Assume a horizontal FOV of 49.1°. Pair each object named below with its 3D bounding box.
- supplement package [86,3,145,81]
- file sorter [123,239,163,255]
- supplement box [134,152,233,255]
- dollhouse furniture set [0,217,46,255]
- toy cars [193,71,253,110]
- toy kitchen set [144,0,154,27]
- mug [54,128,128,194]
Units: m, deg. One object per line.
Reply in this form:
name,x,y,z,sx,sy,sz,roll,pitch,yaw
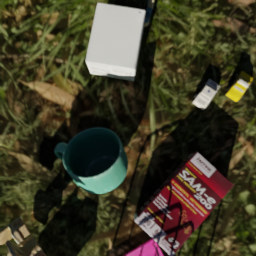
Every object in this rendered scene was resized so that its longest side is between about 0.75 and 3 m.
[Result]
supplement package,-0.405,-2.918,9.664,1.650,1.174,2.118,10,81,1
file sorter,0.658,5.172,8.095,1.969,1.777,2.834,-28,82,-5
supplement box,1.737,2.359,8.982,1.599,0.895,2.938,43,82,6
dollhouse furniture set,-2.855,4.291,7.764,1.628,2.298,2.501,-35,121,-26
toy cars,3.350,-1.355,9.759,2.305,0.510,1.033,-14,81,-2
toy kitchen set,0.462,-4.310,10.186,0.791,0.582,0.987,13,81,2
mug,-1.038,1.011,8.878,1.830,1.377,2.227,-36,50,-13
